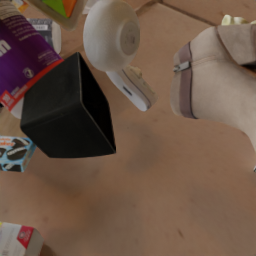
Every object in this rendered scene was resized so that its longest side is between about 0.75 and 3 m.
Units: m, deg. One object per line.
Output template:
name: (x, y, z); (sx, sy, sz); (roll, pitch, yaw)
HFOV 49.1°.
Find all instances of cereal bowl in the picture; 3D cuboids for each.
cereal bowl: (-0.198, -1.844, 5.682); (0.605, 1.453, 1.453); (17, 53, 33)

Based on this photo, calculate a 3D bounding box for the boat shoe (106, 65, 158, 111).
boat shoe: (0.070, -1.263, 7.171); (0.624, 0.633, 1.786); (-40, 81, -21)

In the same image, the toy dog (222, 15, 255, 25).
toy dog: (4.252, -2.724, 8.942); (2.340, 1.633, 2.269); (8, 10, -1)

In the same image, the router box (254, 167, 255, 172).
router box: (4.407, 0.688, 7.345); (1.472, 0.504, 1.973); (29, 58, 20)

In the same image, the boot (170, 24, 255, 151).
boot: (1.460, -0.399, 4.268); (1.800, 0.865, 2.461); (-9, 72, 46)

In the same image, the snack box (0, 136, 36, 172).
snack box: (-2.158, 0.403, 4.635); (1.083, 0.201, 0.629); (4, 38, 2)

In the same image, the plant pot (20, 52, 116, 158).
plant pot: (-1.015, -0.215, 4.650); (1.150, 1.294, 1.297); (-21, 48, 8)

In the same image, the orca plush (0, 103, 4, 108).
orca plush: (-4.324, -0.755, 8.483); (2.528, 0.899, 1.330); (12, 8, -3)

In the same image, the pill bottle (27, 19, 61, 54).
pill bottle: (-3.598, -3.204, 9.856); (2.269, 1.205, 1.205); (0, 53, 1)

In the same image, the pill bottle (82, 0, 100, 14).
pill bottle: (-1.454, -3.836, 7.484); (1.401, 1.401, 2.514); (-30, 38, -20)

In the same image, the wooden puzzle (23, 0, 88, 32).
wooden puzzle: (-1.502, -3.156, 6.049); (1.467, 1.586, 0.295); (35, 27, 1)

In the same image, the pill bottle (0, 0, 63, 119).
pill bottle: (-2.633, -1.660, 5.836); (2.832, 1.593, 1.593); (48, 60, -11)

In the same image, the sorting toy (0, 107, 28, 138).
sorting toy: (-3.040, -0.161, 7.877); (1.050, 0.368, 1.057); (24, 80, 1)

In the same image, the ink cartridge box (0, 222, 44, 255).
ink cartridge box: (-2.523, 2.502, 5.757); (1.184, 0.856, 0.860); (7, 53, 6)

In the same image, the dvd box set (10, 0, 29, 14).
dvd box set: (-3.594, -3.339, 7.931); (0.926, 0.186, 1.266); (35, 77, -10)
